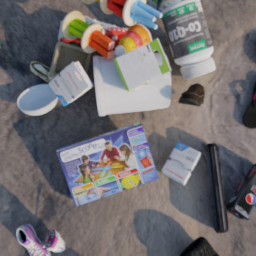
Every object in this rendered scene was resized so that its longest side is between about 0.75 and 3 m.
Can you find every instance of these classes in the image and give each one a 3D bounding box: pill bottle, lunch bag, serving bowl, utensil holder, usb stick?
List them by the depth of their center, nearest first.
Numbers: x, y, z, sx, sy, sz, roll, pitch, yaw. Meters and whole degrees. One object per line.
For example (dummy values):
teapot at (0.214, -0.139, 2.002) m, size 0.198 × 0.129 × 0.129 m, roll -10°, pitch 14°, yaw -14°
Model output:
usb stick at (2.868, 1.937, 9.118) m, size 0.465 × 0.790 × 2.849 m, roll -8°, pitch 74°, yaw 23°
utensil holder at (0.091, -1.499, 9.411) m, size 2.363 × 2.008 × 2.008 m, roll -6°, pitch 75°, yaw -3°
serving bowl at (-3.090, -0.901, 9.743) m, size 1.410 × 0.464 × 1.410 m, roll -5°, pitch 46°, yaw 5°
pill bottle at (2.134, -3.049, 9.775) m, size 1.404 × 1.404 × 2.483 m, roll -21°, pitch 100°, yaw -6°
lunch bag at (1.295, -5.185, 10.720) m, size 1.580 × 1.343 × 1.007 m, roll 15°, pitch 75°, yaw 3°

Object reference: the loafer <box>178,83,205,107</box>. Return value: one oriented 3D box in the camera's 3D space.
loafer at (2.068, -1.097, 8.979) m, size 0.704 × 1.929 × 0.688 m, roll 11°, pitch 102°, yaw 18°

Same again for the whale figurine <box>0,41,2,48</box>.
whale figurine at (-5.181, -3.291, 10.679) m, size 0.670 × 0.437 × 0.842 m, roll -2°, pitch 75°, yaw -1°

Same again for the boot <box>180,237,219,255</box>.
boot at (2.024, 4.777, 8.210) m, size 1.939 × 0.976 × 2.593 m, roll 44°, pitch 69°, yaw 3°

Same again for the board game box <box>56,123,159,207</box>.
board game box at (-0.642, 1.160, 9.080) m, size 2.843 × 0.490 × 1.924 m, roll -17°, pitch 94°, yaw -2°

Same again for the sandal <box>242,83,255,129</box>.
sandal at (4.809, -0.983, 10.030) m, size 0.828 × 0.497 × 2.203 m, roll 26°, pitch 77°, yaw 7°

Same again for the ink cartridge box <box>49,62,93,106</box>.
ink cartridge box at (-1.691, -1.393, 8.612) m, size 0.521 × 1.537 × 0.891 m, roll -40°, pitch 101°, yaw -44°

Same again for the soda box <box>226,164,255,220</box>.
soda box at (4.022, 2.041, 9.130) m, size 0.603 × 0.673 × 1.903 m, roll 38°, pitch 78°, yaw 7°

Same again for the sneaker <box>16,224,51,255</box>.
sneaker at (-2.974, 3.674, 8.617) m, size 0.529 × 0.832 × 1.460 m, roll -40°, pitch 82°, yaw -11°

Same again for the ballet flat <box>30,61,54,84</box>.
ballet flat at (-2.967, -1.978, 10.299) m, size 1.573 × 0.503 × 0.595 m, roll 26°, pitch 77°, yaw 6°

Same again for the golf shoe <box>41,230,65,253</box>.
golf shoe at (-2.118, 3.400, 8.298) m, size 0.693 × 1.515 × 0.571 m, roll 30°, pitch 64°, yaw -11°

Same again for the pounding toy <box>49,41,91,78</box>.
pounding toy at (-1.979, -2.396, 10.069) m, size 1.390 × 1.073 × 1.510 m, roll 12°, pitch 90°, yaw -22°

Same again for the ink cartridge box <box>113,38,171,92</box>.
ink cartridge box at (0.428, -1.758, 8.027) m, size 1.379 × 0.522 × 1.019 m, roll -23°, pitch 90°, yaw 12°

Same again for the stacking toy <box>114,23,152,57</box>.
stacking toy at (0.034, -2.595, 8.822) m, size 0.970 × 0.970 × 1.328 m, roll 38°, pitch 57°, yaw 9°

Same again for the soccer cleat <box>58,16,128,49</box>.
soccer cleat at (-1.153, -3.607, 10.492) m, size 2.989 × 1.026 × 1.273 m, roll -6°, pitch 79°, yaw 3°

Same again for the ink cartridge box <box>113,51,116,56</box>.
ink cartridge box at (-0.396, -2.389, 10.550) m, size 0.907 × 0.230 × 1.030 m, roll -28°, pitch 77°, yaw -8°

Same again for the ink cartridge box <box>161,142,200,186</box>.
ink cartridge box at (1.772, 1.195, 9.352) m, size 0.846 × 0.488 × 1.166 m, roll 27°, pitch 76°, yaw 24°

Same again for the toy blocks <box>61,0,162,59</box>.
toy blocks at (-0.517, -3.137, 8.430) m, size 2.727 × 0.990 × 2.273 m, roll 36°, pitch 107°, yaw 23°
